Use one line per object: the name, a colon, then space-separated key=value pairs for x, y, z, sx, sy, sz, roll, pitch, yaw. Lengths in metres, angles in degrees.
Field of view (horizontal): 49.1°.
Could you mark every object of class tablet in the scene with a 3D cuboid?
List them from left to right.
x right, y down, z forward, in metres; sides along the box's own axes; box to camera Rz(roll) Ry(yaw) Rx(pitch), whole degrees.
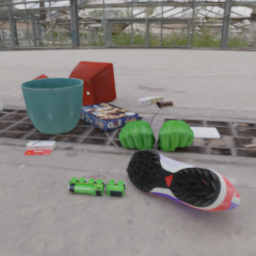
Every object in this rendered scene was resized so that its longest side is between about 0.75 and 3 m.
tablet: x=2.364 y=0.145 z=9.705 sx=1.429 sy=0.098 sz=0.930 roll=2 pitch=20 yaw=6

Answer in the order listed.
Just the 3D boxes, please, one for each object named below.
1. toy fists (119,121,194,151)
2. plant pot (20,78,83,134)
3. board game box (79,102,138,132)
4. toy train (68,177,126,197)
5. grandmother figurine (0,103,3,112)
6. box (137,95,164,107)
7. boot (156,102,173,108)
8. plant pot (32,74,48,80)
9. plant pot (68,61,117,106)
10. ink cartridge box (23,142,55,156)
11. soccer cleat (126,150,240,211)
toy fists: x=0.843 y=0.250 z=8.477 sx=2.253 sy=0.775 sz=1.148 roll=1 pitch=13 yaw=6
plant pot: x=-2.599 y=-0.773 z=9.910 sx=2.087 sy=1.675 sz=2.087 roll=0 pitch=21 yaw=0
board game box: x=-0.892 y=-0.490 z=11.013 sx=1.534 sy=0.392 sz=2.264 roll=-16 pitch=25 yaw=-36
toy train: x=-0.710 y=1.324 z=6.192 sx=1.334 sy=0.278 sz=0.376 roll=2 pitch=30 yaw=7
grandmother figurine: x=-6.291 y=-0.796 z=11.730 sx=1.942 sy=0.588 sz=1.178 roll=-11 pitch=47 yaw=-35
box: x=1.082 y=-1.300 z=13.417 sx=1.509 sy=0.313 sz=0.292 roll=-14 pitch=25 yaw=-37
boot: x=1.763 y=-1.081 z=12.929 sx=0.801 sy=0.257 sz=0.747 roll=1 pitch=20 yaw=-10
plant pot: x=-4.604 y=-2.069 z=14.598 sx=0.975 sy=1.106 sz=1.105 roll=-23 pitch=27 yaw=-22
plant pot: x=-1.822 y=-2.001 z=13.357 sx=1.880 sy=1.882 sz=1.658 roll=9 pitch=32 yaw=24
ink cartridge box: x=-2.632 y=0.598 z=8.327 sx=0.781 sy=0.175 sz=0.688 roll=0 pitch=19 yaw=0
soccer cleat: x=1.017 y=1.143 z=6.042 sx=1.012 sy=0.943 sz=2.764 roll=29 pitch=-12 yaw=-35
